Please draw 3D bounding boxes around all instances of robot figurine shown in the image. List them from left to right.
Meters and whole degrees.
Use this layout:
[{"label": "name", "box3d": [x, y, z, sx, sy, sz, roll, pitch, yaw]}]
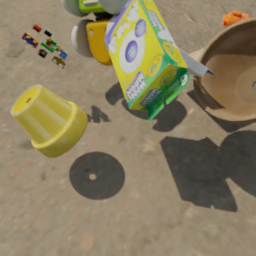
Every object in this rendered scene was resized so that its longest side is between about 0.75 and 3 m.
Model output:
[{"label": "robot figurine", "box3d": [3.400, -3.352, 8.774, 0.825, 0.593, 0.481, 11, 32, 22]}]

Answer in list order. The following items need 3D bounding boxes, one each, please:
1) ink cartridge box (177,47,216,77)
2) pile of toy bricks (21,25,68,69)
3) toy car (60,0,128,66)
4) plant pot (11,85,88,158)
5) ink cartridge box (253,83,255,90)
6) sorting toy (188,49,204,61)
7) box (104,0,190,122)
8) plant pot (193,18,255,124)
[{"label": "ink cartridge box", "box3d": [1.198, -1.610, 6.928, 0.312, 1.441, 1.415, -63, 33, 4]}, {"label": "pile of toy bricks", "box3d": [-2.382, -2.519, 8.481, 1.439, 0.799, 0.711, 36, 23, -20]}, {"label": "toy car", "box3d": [-0.489, -3.551, 8.639, 2.598, 2.969, 2.226, 16, 38, 44]}, {"label": "plant pot", "box3d": [-2.115, -0.257, 7.301, 1.584, 1.490, 1.584, -24, 40, 22]}, {"label": "ink cartridge box", "box3d": [3.713, -1.941, 10.535, 2.120, 0.894, 1.548, 6, 57, 4]}, {"label": "sorting toy", "box3d": [2.893, -2.328, 9.205, 2.210, 0.403, 2.045, -18, 25, -15]}, {"label": "box", "box3d": [0.330, -1.564, 6.278, 0.623, 1.511, 2.576, 1, 56, -38]}, {"label": "plant pot", "box3d": [3.132, -1.291, 7.122, 2.672, 1.233, 2.672, -16, 64, 37]}]
